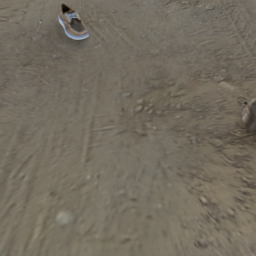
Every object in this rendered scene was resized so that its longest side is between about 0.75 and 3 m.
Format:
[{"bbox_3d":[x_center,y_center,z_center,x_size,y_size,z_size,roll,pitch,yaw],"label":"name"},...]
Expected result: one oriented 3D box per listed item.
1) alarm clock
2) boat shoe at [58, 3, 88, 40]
[{"bbox_3d":[3.490,-0.414,7.481,0.984,0.486,1.459,-27,54,-24],"label":"alarm clock"},{"bbox_3d":[-2.101,-3.942,10.302,0.699,0.700,1.936,-28,55,-22],"label":"boat shoe"}]
